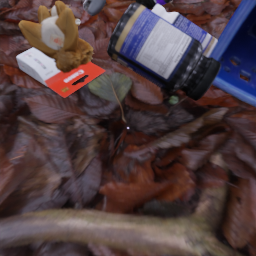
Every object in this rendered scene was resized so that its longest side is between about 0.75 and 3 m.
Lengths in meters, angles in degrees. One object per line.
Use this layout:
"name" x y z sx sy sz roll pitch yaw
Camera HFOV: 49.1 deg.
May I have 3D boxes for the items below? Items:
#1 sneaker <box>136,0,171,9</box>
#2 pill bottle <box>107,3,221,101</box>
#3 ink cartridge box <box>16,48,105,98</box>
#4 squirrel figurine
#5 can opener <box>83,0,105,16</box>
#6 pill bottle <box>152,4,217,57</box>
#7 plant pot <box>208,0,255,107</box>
"sneaker" 0.738 -3.796 7.101 1.299 0.908 2.611 -19 35 33
"pill bottle" 0.587 -1.181 4.571 1.696 0.949 0.949 31 53 -3
"ink cartridge box" -2.279 -2.205 9.527 2.366 0.675 1.923 30 55 29
"squirrel figurine" -1.583 -2.204 6.819 1.174 1.660 1.549 -21 32 8
"can opener" -0.673 -4.644 9.182 0.728 0.581 2.177 40 95 10
"pill bottle" 1.099 -1.967 6.217 1.574 0.911 0.911 33 53 -3
"plant pot" 3.105 -1.774 5.303 2.381 2.380 2.140 29 43 4
